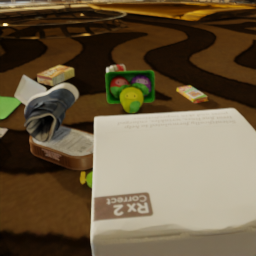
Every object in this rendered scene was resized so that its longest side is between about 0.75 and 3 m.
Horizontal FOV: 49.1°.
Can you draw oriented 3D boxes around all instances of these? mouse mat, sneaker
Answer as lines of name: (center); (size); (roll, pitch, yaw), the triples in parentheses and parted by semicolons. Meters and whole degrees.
mouse mat: (-5.633, -0.847, 11.232); (2.422, 0.091, 1.949); (5, 31, 5)
sneaker: (-2.844, -0.278, 8.887); (2.560, 0.973, 1.850); (-24, 34, 38)

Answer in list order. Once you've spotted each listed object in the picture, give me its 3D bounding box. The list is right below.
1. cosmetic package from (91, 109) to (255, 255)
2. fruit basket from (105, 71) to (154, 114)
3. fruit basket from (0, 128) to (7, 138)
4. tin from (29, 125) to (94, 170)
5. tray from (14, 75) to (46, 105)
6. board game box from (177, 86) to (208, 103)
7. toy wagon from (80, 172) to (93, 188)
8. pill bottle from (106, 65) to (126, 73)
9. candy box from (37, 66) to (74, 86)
cosmetic package: (0.757, 1.553, 4.276); (2.414, 2.929, 2.416); (-4, 31, -5)
fruit basket: (0.094, -1.473, 11.018); (2.070, 1.493, 2.070); (-2, 20, 1)
fruit basket: (-4.558, 0.225, 9.183); (0.886, 0.415, 0.820); (11, 30, -4)
tin: (-1.869, 0.521, 8.543); (2.486, 0.520, 1.392); (15, 29, 24)
tray: (-3.950, -1.404, 11.410); (1.916, 1.029, 0.212); (30, 8, 37)
board game box: (2.794, -1.465, 12.189); (0.692, 0.217, 1.449); (-13, 35, -19)
toy wagon: (-0.281, 1.274, 7.170); (1.860, 0.368, 1.443); (-5, 39, 0)
pill bottle: (-0.630, -2.941, 14.359); (0.916, 0.514, 0.514); (-12, 33, -20)
candy box: (-3.549, -2.599, 13.833); (0.946, 0.453, 1.639); (16, 34, 25)
